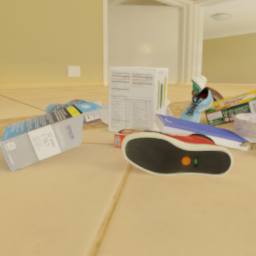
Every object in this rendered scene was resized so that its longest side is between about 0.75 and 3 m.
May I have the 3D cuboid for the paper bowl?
[{"bbox_3d":[4.784,0.106,10.018,1.912,0.994,1.912,1,12,0],"label":"paper bowl"}]

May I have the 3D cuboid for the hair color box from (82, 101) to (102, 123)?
[{"bbox_3d":[-1.941,-0.813,14.268,0.526,0.888,1.625,-13,4,29],"label":"hair color box"}]

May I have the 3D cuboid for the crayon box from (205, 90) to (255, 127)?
[{"bbox_3d":[5.108,-0.975,13.326,2.730,0.796,2.356,-16,11,19],"label":"crayon box"}]

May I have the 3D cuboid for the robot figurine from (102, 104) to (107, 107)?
[{"bbox_3d":[-1.317,-1.079,16.130,0.446,0.670,0.790,-19,32,7],"label":"robot figurine"}]

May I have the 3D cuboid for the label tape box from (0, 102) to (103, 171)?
[{"bbox_3d":[-2.239,0.092,8.640,2.919,0.965,2.091,-19,17,-14],"label":"label tape box"}]

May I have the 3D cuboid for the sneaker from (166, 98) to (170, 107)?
[{"bbox_3d":[1.251,-1.499,16.576,1.021,1.164,2.904,36,-5,-28],"label":"sneaker"}]

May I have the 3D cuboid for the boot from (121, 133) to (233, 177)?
[{"bbox_3d":[1.251,0.570,8.045,2.875,1.041,2.074,8,12,-1],"label":"boot"}]

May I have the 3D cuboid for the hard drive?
[{"bbox_3d":[2.501,0.105,10.025,2.924,0.371,1.929,12,12,-5],"label":"hard drive"}]

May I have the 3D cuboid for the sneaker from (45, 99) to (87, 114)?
[{"bbox_3d":[-3.155,-0.890,15.270,2.425,0.962,1.159,-17,30,-30],"label":"sneaker"}]

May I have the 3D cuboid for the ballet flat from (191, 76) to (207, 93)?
[{"bbox_3d":[3.279,-2.070,12.843,0.706,0.706,2.034,3,-1,14],"label":"ballet flat"}]

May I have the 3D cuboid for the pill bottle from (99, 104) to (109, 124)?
[{"bbox_3d":[-0.749,-0.801,14.277,0.961,0.961,1.712,3,11,15],"label":"pill bottle"}]

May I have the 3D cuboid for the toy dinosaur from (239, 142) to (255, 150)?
[{"bbox_3d":[4.196,0.671,8.729,1.316,0.312,0.580,17,15,8],"label":"toy dinosaur"}]

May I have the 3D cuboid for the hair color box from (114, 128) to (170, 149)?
[{"bbox_3d":[0.486,0.424,9.641,1.757,0.538,0.892,5,15,22],"label":"hair color box"}]

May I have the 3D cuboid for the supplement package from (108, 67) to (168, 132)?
[{"bbox_3d":[0.475,-1.243,12.091,2.014,2.673,2.029,6,14,21],"label":"supplement package"}]

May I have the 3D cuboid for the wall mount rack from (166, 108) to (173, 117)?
[{"bbox_3d":[1.824,-0.449,13.056,0.391,1.048,0.911,-33,21,-11],"label":"wall mount rack"}]

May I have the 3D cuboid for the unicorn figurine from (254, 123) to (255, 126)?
[{"bbox_3d":[5.198,0.543,8.705,2.220,0.820,1.525,15,-3,-26],"label":"unicorn figurine"}]

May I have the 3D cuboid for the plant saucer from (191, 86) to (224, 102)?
[{"bbox_3d":[4.740,-1.656,16.862,2.142,2.142,0.344,11,59,42],"label":"plant saucer"}]

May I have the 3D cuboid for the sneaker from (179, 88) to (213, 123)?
[{"bbox_3d":[2.988,-0.966,12.773,0.927,1.063,2.364,26,65,32],"label":"sneaker"}]
